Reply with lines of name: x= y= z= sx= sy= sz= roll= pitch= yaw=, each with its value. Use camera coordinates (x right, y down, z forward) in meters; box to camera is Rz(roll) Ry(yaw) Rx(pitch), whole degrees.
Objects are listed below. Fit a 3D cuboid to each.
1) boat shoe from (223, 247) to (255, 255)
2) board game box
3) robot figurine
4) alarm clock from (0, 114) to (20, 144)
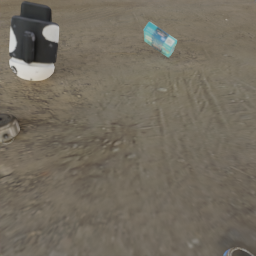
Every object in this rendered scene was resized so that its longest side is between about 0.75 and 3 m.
boat shoe: x=2.250 y=2.384 z=4.015 sx=0.699 sy=0.700 sz=1.936 roll=-23 pitch=40 yaw=-30
board game box: x=1.301 y=-3.598 z=11.536 sx=1.313 sy=0.408 sz=1.739 roll=35 pitch=6 yaw=1
robot figurine: x=-3.494 y=-3.124 z=10.336 sx=1.702 sy=2.727 sz=2.049 roll=19 pitch=20 yaw=24
alarm clock: x=-3.478 y=0.041 z=7.671 sx=0.984 sy=0.486 sz=1.459 roll=-26 pitch=43 yaw=-29
